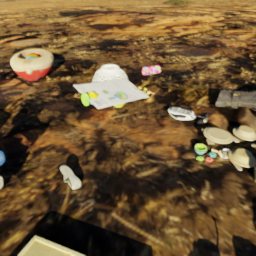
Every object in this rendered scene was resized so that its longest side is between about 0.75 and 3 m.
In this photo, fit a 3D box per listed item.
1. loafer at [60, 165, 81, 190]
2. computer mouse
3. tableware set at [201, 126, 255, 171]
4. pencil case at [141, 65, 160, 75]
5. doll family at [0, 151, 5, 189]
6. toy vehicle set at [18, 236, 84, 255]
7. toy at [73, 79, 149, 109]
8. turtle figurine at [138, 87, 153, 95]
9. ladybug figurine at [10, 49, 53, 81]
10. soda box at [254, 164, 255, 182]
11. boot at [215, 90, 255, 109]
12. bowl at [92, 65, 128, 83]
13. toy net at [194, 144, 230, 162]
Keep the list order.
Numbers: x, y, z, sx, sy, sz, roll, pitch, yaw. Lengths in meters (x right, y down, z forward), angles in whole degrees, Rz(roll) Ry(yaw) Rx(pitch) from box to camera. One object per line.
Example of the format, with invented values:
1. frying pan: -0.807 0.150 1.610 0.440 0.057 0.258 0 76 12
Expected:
1. loafer: -1.451 1.197 6.802 0.268 0.268 0.768 -21 47 -39
2. computer mouse: 2.059 -0.392 9.716 1.410 0.309 0.773 16 31 20
3. tableware set: 3.360 0.478 8.068 2.261 0.262 1.889 -5 33 -20
4. pencil case: 1.157 -2.891 14.062 0.957 0.423 0.423 -12 31 -21
5. doll family: -3.979 1.331 6.034 1.763 1.280 2.840 22 53 22
6. toy vehicle set: -0.912 2.664 4.217 2.395 0.318 1.488 12 32 21
7. toy: -0.634 -1.175 10.554 2.631 0.621 1.515 -14 47 -45
8. turtle figurine: 0.602 -1.450 11.591 0.946 0.305 0.763 1 23 7
9. ladybug figurine: -4.641 -3.068 13.691 1.986 1.053 2.926 -3 29 -5
10. soda box: 3.822 1.090 6.705 1.427 0.483 0.457 2 73 4
11. boot: 4.563 -1.249 10.757 2.111 0.839 2.424 10 25 29
12. bowl: -0.800 -2.327 12.603 1.806 0.848 1.806 1 30 0
13. toy net: 2.438 0.711 7.817 1.123 0.217 0.589 2 29 2
